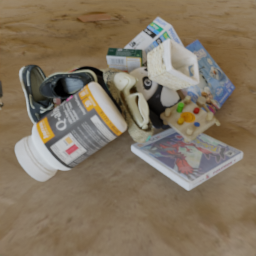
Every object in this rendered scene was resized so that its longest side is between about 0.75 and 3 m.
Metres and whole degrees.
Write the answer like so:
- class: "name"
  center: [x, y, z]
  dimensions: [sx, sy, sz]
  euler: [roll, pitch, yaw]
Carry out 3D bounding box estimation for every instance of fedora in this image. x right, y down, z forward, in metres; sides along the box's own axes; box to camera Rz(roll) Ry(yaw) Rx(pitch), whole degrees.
- class: "fedora"
  center: [-1.045, -0.969, 9.941]
  dimensions: [2.630, 2.630, 1.201]
  euler: [-25, 13, -30]

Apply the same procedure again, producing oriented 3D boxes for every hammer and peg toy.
- class: "hammer and peg toy"
  center: [2.246, -0.438, 9.492]
  dimensions: [1.948, 0.687, 1.433]
  euler: [-31, 59, -26]

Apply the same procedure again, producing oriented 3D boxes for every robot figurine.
- class: "robot figurine"
  center: [0.932, -1.039, 10.275]
  dimensions: [1.650, 2.645, 1.987]
  euler: [-51, 32, 0]

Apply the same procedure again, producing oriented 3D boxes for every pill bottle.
- class: "pill bottle"
  center: [-1.645, 0.160, 8.123]
  dimensions: [2.946, 1.714, 1.714]
  euler: [-35, 41, 4]

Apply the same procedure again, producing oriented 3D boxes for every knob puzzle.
- class: "knob puzzle"
  center: [-2.095, -1.227, 10.997]
  dimensions: [3.002, 0.416, 3.002]
  euler: [1, 78, -3]

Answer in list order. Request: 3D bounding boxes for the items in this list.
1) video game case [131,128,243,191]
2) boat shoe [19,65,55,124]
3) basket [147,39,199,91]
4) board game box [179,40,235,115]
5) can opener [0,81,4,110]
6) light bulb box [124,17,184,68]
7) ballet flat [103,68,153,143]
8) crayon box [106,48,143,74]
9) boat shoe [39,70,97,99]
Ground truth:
- class: "video game case"
  center: [1.845, 0.770, 9.142]
  dimensions: [2.446, 0.308, 2.685]
  euler: [-21, 33, -29]
- class: "boat shoe"
  center: [-3.132, -0.970, 10.033]
  dimensions: [0.977, 2.584, 0.779]
  euler: [-34, 23, -36]
- class: "basket"
  center: [1.468, -1.999, 9.228]
  dimensions: [0.998, 1.097, 1.618]
  euler: [-16, -22, 42]
- class: "board game box"
  center: [3.101, -2.145, 11.971]
  dimensions: [2.851, 0.621, 2.865]
  euler: [50, 47, -2]
- class: "can opener"
  center: [-4.275, -1.076, 8.856]
  dimensions: [0.576, 0.456, 1.733]
  euler: [-32, 45, 5]
- class: "light bulb box"
  center: [1.405, -3.575, 13.388]
  dimensions: [2.212, 2.192, 1.380]
  euler: [-41, 42, 7]
- class: "ballet flat"
  center: [0.106, -0.891, 8.514]
  dimensions: [0.929, 1.032, 2.740]
  euler: [-17, 75, -28]
- class: "crayon box"
  center: [-0.081, -2.181, 11.089]
  dimensions: [1.290, 2.052, 0.529]
  euler: [5, 55, 8]
- class: "boat shoe"
  center: [-2.079, -1.287, 8.914]
  dimensions: [2.198, 0.821, 0.729]
  euler: [-3, 27, 23]
